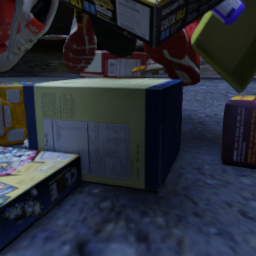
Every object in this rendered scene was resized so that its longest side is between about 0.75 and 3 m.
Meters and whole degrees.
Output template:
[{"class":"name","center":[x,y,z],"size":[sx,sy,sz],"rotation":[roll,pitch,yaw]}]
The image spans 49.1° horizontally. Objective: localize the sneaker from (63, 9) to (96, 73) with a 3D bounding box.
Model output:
[{"class":"sneaker","center":[-1.039,-2.264,6.761],"size":[0.753,1.934,0.795],"rotation":[17,20,-13]}]

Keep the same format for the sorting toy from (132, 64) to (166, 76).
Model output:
[{"class":"sorting toy","center":[1.364,-2.362,10.876],"size":[2.584,0.352,1.455],"rotation":[-2,27,38]}]

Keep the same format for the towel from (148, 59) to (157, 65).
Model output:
[{"class":"towel","center":[1.105,-2.365,9.495],"size":[0.818,0.122,0.599],"rotation":[-21,26,-4]}]

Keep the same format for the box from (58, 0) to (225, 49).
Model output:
[{"class":"box","center":[0.342,-1.929,3.396],"size":[1.711,0.529,2.143],"rotation":[35,58,28]}]

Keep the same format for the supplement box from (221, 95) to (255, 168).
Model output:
[{"class":"supplement box","center":[3.159,0.083,4.955],"size":[2.662,1.140,1.469],"rotation":[7,14,27]}]

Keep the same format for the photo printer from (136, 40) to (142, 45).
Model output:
[{"class":"photo printer","center":[0.721,-4.140,9.916],"size":[0.967,2.317,2.785],"rotation":[35,26,-1]}]

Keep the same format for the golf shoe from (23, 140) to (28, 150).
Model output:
[{"class":"golf shoe","center":[-1.678,0.372,5.678],"size":[0.538,0.434,1.108],"rotation":[18,20,3]}]

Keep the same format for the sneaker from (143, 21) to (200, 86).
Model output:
[{"class":"sneaker","center":[1.049,-2.143,6.395],"size":[0.973,1.434,2.483],"rotation":[-2,-26,24]}]

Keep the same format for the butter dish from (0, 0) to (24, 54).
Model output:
[{"class":"butter dish","center":[-3.140,-2.298,6.386],"size":[1.668,1.233,1.663],"rotation":[-21,10,-2]}]

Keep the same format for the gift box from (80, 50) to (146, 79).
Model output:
[{"class":"gift box","center":[-1.007,-2.516,13.167],"size":[2.904,2.680,2.712],"rotation":[-2,14,-31]}]

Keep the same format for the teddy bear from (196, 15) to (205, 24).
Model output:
[{"class":"teddy bear","center":[1.680,-2.919,8.226],"size":[2.497,0.834,1.811],"rotation":[9,-10,16]}]

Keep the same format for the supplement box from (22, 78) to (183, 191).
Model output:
[{"class":"supplement box","center":[-0.269,-0.106,5.061],"size":[2.194,1.474,2.196],"rotation":[4,13,18]}]

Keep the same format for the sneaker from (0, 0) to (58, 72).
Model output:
[{"class":"sneaker","center":[-3.028,-2.816,7.993],"size":[1.031,2.929,1.369],"rotation":[36,2,-40]}]

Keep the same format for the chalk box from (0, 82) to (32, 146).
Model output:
[{"class":"chalk box","center":[-3.051,-0.457,7.014],"size":[1.331,1.341,2.148],"rotation":[-8,14,-33]}]

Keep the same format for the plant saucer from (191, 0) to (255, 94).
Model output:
[{"class":"plant saucer","center":[2.585,-2.355,6.452],"size":[2.417,2.413,0.579],"rotation":[26,10,-40]}]

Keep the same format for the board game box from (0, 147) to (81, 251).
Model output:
[{"class":"board game box","center":[-1.937,0.832,3.215],"size":[1.783,0.455,2.632],"rotation":[4,14,18]}]

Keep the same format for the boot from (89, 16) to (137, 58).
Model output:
[{"class":"boot","center":[-0.320,-2.767,5.548],"size":[0.811,1.795,2.191],"rotation":[-6,-34,24]}]

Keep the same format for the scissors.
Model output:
[{"class":"scissors","center":[-1.099,-1.641,3.058],"size":[0.124,1.776,0.650],"rotation":[10,16,-7]}]

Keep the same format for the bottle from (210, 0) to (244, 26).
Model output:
[{"class":"bottle","center":[1.645,-2.437,5.261],"size":[1.097,0.458,0.358],"rotation":[38,3,-7]}]

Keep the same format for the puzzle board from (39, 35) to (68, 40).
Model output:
[{"class":"puzzle board","center":[-2.398,-2.973,9.183],"size":[0.606,0.070,0.805],"rotation":[5,14,36]}]
